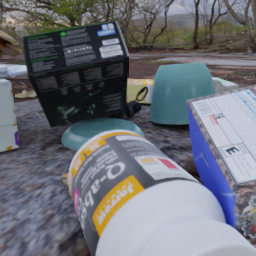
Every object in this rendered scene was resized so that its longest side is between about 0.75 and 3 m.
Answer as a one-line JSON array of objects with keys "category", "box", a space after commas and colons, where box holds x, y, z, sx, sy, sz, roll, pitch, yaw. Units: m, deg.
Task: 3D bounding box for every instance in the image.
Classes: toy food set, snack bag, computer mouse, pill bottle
[{"category": "toy food set", "box": [-3.709, -2.110, 7.213, 2.613, 0.524, 1.804, 3, -3, -1]}, {"category": "snack bag", "box": [-3.703, -1.384, 6.675, 2.483, 0.282, 2.634, 8, 19, 28]}, {"category": "computer mouse", "box": [0.018, -0.792, 8.767, 1.518, 0.445, 0.258, -38, 33, -8]}, {"category": "pill bottle", "box": [0.175, 0.932, 2.967, 1.302, 1.302, 2.238, -7, 19, -20]}]

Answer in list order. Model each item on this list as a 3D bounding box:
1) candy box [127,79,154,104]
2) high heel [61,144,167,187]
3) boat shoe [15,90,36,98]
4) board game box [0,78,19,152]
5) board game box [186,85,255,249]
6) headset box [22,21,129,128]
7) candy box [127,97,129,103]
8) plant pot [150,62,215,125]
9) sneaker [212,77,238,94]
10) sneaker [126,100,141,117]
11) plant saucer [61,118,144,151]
[{"category": "candy box", "box": [0.968, -1.451, 11.114, 2.860, 0.791, 1.651, 5, 16, 16]}, {"category": "high heel", "box": [-0.549, 0.553, 5.031, 1.560, 0.781, 2.188, 10, 15, 43]}, {"category": "boat shoe", "box": [-4.421, -1.478, 12.079, 0.863, 0.287, 0.319, -8, 19, -23]}, {"category": "board game box", "box": [-3.948, -0.462, 6.795, 1.569, 1.541, 2.992, -14, 22, -34]}, {"category": "board game box", "box": [1.969, 0.278, 3.140, 2.191, 1.061, 1.747, -12, 32, 4]}, {"category": "headset box", "box": [-1.132, -1.134, 6.821, 2.097, 2.408, 1.117, -13, 63, -8]}, {"category": "candy box", "box": [-0.959, -0.839, 8.566, 1.770, 0.490, 1.022, -20, 29, -6]}, {"category": "plant pot", "box": [1.604, -1.080, 8.284, 2.011, 1.614, 2.011, -5, 12, 1]}, {"category": "sneaker", "box": [3.107, -1.592, 11.279, 2.621, 0.965, 1.546, -3, 21, -43]}, {"category": "sneaker", "box": [0.171, -0.702, 9.499, 0.675, 0.389, 1.294, -10, 17, -15]}, {"category": "plant saucer", "box": [-0.638, 0.111, 7.174, 2.122, 0.291, 2.122, -1, 18, 0]}]
